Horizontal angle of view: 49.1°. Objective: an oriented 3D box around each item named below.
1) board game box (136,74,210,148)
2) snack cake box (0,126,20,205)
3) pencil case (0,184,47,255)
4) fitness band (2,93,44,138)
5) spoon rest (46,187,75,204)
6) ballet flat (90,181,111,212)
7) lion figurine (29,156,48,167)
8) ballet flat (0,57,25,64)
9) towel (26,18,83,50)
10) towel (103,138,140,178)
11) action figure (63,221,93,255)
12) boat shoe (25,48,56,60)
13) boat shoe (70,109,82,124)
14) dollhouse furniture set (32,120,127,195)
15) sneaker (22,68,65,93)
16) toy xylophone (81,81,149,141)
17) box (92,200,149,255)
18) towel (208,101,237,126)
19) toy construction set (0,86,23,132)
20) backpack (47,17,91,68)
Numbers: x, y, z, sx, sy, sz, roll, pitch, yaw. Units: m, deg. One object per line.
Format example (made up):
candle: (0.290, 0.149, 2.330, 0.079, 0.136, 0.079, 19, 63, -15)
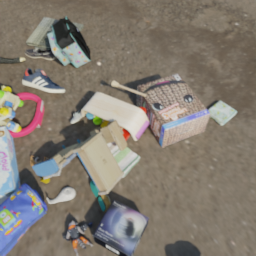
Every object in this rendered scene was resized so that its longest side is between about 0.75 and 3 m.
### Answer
board game box: (1.640, -0.726, 10.840, 1.873, 1.138, 2.349, -20, 55, -14)
snack cake box: (-4.623, 1.341, 9.489, 1.496, 0.874, 2.602, -18, 56, -11)
pencil case: (-3.680, 3.039, 8.056, 1.298, 1.166, 2.989, 32, 60, 22)
fitness band: (-4.209, -0.547, 11.207, 1.543, 0.402, 2.149, -2, 54, 2)
spoon rest: (-2.204, 2.258, 9.239, 0.954, 0.289, 0.474, -17, 54, -28)
ballet flat: (-0.878, 2.228, 9.223, 0.373, 0.406, 1.183, -4, 51, -38)
lion figurine: (-3.116, 1.290, 9.863, 0.877, 0.318, 0.537, 3, 67, 8)
ballet flat: (-5.555, -3.199, 13.023, 1.474, 0.419, 0.490, -2, 17, -7)
towel: (-3.698, -4.724, 14.330, 2.324, 0.417, 2.413, 12, 53, 5)
towel: (-0.482, 0.927, 9.899, 1.585, 0.243, 1.182, 36, 47, 13)
action figure: (-1.426, 3.188, 8.387, 0.981, 0.513, 0.949, -30, 68, -21)
boat shoe: (-4.240, -3.649, 13.399, 1.556, 0.488, 0.565, 12, 55, 9)
boat shoe: (-2.029, -0.470, 11.054, 0.294, 0.300, 0.843, -7, 27, 37)
dollhouse furniture set: (-1.498, 1.208, 9.583, 2.475, 1.615, 2.337, -19, 13, 35)
sneaker: (-3.555, -2.025, 11.861, 1.985, 0.744, 0.839, 17, 99, 10)
toy xylophone: (-0.415, -0.676, 10.572, 2.742, 0.689, 2.008, 32, 66, 28)
box: (-0.204, 3.030, 8.329, 1.242, 0.765, 1.232, 23, 56, 15)
towel: (3.760, -0.614, 11.325, 1.008, 0.243, 0.863, -35, 62, -23)
toy construction set: (-5.306, -0.683, 10.724, 2.908, 1.340, 1.907, -2, 71, 15)
backpack: (-2.585, -3.634, 12.536, 1.482, 1.934, 1.700, -33, 58, 13)
